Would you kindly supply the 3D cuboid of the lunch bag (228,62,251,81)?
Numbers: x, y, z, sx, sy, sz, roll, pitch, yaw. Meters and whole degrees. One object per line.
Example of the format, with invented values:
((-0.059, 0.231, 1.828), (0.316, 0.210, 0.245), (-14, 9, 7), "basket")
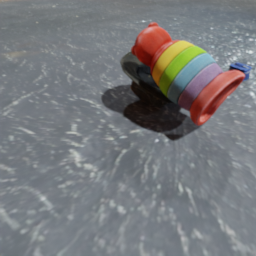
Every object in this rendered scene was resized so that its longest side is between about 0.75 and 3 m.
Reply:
((4.191, -2.172, 10.586), (0.550, 0.536, 0.810), (-24, 41, -32), "lunch bag")

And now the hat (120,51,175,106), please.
((0.763, -1.353, 8.820), (2.451, 0.989, 2.451), (16, 45, -16), "hat")

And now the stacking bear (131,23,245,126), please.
((1.304, -1.601, 7.423), (2.826, 1.716, 1.607), (46, 25, 19), "stacking bear")
